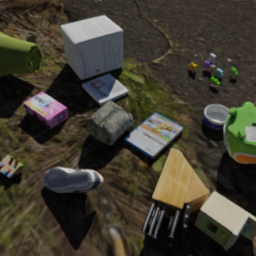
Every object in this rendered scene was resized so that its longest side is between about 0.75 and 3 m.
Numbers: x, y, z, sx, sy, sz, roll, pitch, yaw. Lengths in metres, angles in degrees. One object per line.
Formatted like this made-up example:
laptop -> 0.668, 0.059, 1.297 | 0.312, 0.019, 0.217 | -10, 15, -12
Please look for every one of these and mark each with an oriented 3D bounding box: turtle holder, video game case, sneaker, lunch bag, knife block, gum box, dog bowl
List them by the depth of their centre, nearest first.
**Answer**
knife block -> 1.180, 2.221, 9.012 | 2.438, 0.889, 2.778 | -18, 48, -14
sneaker -> -1.850, 1.811, 9.490 | 2.169, 0.861, 0.851 | -1, 76, 31
turtle holder -> 4.337, 0.180, 10.403 | 1.918, 1.792, 2.524 | -15, 47, -13
lunch bag -> -0.703, -0.151, 11.283 | 1.318, 1.095, 1.571 | 38, 56, 10
video game case -> 1.056, 0.260, 11.403 | 1.470, 0.183, 2.054 | 31, 54, 30
dog bowl -> 3.788, -0.459, 11.955 | 1.139, 0.449, 1.139 | 0, 45, 0
gum box -> -3.518, -0.746, 12.125 | 1.773, 0.586, 1.006 | 31, 53, 27
video game case -> -1.109, -1.886, 13.506 | 1.588, 0.207, 1.745 | -27, 51, -24

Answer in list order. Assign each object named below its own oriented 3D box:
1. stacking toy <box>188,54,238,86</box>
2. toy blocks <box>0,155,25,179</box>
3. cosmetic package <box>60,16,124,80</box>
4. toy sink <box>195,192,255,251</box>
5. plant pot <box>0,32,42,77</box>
stacking toy -> 4.376, -2.957, 14.414 | 1.555, 0.484, 2.062 | -27, 54, -22
toy blocks -> -4.305, 1.455, 10.152 | 0.996, 0.498, 0.681 | 25, 62, 24
cosmetic package -> -1.805, -4.143, 14.357 | 2.513, 2.103, 2.090 | -23, 50, -20
toy sink -> 2.927, 2.890, 8.304 | 1.601, 1.043, 0.897 | 32, 54, 26
plant pot -> -5.445, -3.452, 13.540 | 2.121, 2.233, 2.233 | 9, 46, 12
